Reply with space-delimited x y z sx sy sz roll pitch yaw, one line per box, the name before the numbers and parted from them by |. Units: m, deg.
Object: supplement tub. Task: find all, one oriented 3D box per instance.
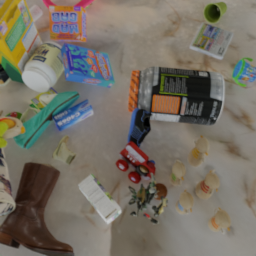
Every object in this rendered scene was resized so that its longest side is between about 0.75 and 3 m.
supplement tub | 1.555 -1.108 9.548 2.998 1.837 1.837 7 63 3
supplement tub | -3.060 -2.249 10.381 1.205 1.205 1.662 14 54 7

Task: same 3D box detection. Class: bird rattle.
bird rattle | -4.012 0.053 8.634 1.408 0.973 1.727 -16 27 -39

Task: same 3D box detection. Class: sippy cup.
sippy cup | 4.529 -2.136 10.742 0.752 1.026 0.806 19 24 -2

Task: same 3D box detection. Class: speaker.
speaker | -4.321 -4.812 12.239 0.501 0.501 1.234 30 67 14

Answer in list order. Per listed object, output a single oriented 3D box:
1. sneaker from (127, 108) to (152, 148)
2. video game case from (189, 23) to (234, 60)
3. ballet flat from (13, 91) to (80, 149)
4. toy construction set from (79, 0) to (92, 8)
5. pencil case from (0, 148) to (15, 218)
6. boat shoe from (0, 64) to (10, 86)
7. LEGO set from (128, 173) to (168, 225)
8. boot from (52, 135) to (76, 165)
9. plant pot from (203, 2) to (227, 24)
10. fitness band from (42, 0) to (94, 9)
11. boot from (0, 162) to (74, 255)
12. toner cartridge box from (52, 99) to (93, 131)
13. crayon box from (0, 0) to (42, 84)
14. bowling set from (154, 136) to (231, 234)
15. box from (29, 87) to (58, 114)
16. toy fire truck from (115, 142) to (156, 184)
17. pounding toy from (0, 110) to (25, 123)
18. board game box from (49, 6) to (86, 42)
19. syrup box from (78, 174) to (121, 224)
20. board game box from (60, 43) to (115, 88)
sneaker | 0.395 0.152 9.092 0.616 1.581 0.554 22 31 30
video game case | 3.538 -3.691 11.842 1.420 0.172 1.560 24 66 12
ballet flat | -2.911 -0.546 9.701 0.983 0.940 2.793 41 70 -1
toy construction set | -1.966 -5.923 12.886 0.634 0.445 0.967 7 74 4
pencil case | -4.302 1.394 8.498 1.261 1.097 2.819 -38 57 13
boat shoe | -4.658 -2.678 11.021 0.842 0.702 2.256 16 62 10
LEGO set | 0.601 2.118 8.085 0.574 2.026 1.316 27 104 -23
boot | -2.043 0.742 9.444 0.700 0.326 0.905 22 68 11
plant pot | 3.913 -5.153 12.309 0.872 0.872 0.828 42 58 19
fitness band | -2.463 -6.166 12.170 2.863 0.536 2.056 -43 104 -12
boot | -2.402 2.285 8.365 2.477 0.854 2.658 10 59 9
toner cartridge box | -1.925 -0.439 9.875 1.374 0.653 0.297 -30 67 -14
crayon box | -3.933 -3.112 9.804 0.733 2.841 1.786 14 64 7
bowling set | 1.708 1.814 8.219 1.945 1.500 2.795 -11 63 -6
box | -3.108 -1.015 10.402 1.073 0.259 0.629 -41 68 -17
toy fire truck | 0.311 1.081 8.684 1.322 1.110 0.741 44 57 0
pounding toy | -4.225 -0.306 9.876 1.055 0.490 0.814 10 65 6
board game box | -2.365 -4.121 11.191 1.231 1.231 1.232 2 104 1
syrup box | -0.868 2.168 8.563 0.582 0.563 1.429 -38 69 -18
board game box | -1.486 -2.297 10.424 1.858 0.418 1.413 3 60 -37
